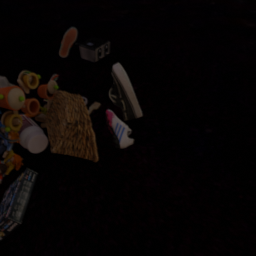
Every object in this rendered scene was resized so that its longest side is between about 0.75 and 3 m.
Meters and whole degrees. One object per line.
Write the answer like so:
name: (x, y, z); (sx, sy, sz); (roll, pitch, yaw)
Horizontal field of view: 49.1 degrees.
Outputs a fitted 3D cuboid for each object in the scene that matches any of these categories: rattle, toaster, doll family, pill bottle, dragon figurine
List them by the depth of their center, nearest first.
dragon figurine: (-3.717, -0.315, 7.486); (0.556, 0.939, 1.889); (-35, 63, -31)
doll family: (-3.840, 0.716, 8.720); (0.920, 1.267, 2.041); (5, 63, -51)
pill bottle: (-3.465, 0.206, 9.720); (0.855, 0.855, 1.560); (-28, 43, -29)
rattle: (-3.279, -1.225, 10.585); (1.230, 1.722, 1.121); (8, 31, 0)
toaster: (-1.877, -4.290, 15.235); (1.415, 0.840, 1.280); (23, 45, 25)

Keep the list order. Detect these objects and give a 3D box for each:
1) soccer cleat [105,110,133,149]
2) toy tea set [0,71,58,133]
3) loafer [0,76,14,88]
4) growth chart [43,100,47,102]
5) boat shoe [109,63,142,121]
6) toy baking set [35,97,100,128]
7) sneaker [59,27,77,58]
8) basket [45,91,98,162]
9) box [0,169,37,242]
soccer cleat: (-0.285, 0.008, 9.023); (0.643, 0.520, 1.490); (-14, 59, -14)
toy tea set: (-3.092, -0.986, 8.977); (0.937, 1.506, 2.533); (6, 40, 25)
loafer: (-4.666, -1.423, 10.772); (0.909, 0.910, 2.604); (-18, 2, -25)
growth chart: (-3.000, -1.027, 11.585); (0.814, 0.072, 0.589); (17, 9, 24)
boat shoe: (-0.193, -1.115, 9.969); (0.862, 2.708, 0.957); (-21, 52, 4)
toy baking set: (-2.424, -0.680, 11.364); (2.564, 0.298, 1.968); (-2, 40, -3)
sneaker: (-2.633, -3.794, 12.182); (0.513, 1.439, 0.575); (20, 36, -26)
basket: (-1.666, -0.190, 9.357); (1.641, 1.573, 2.203); (16, 25, -31)
box: (-3.080, 2.046, 7.481); (0.367, 1.269, 1.597); (34, 32, -25)
